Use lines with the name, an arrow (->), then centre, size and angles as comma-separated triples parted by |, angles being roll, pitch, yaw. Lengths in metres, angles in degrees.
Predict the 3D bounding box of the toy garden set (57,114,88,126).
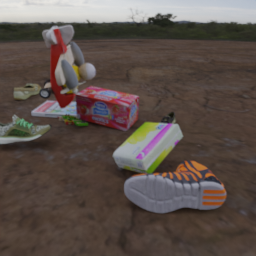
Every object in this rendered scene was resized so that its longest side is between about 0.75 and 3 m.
toy garden set -> -2.420, -0.379, 11.747 | 1.210, 0.241, 1.009 | 24, 17, 38

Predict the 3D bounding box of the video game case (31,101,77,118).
video game case -> -3.071, -0.895, 13.451 | 2.502, 0.218, 1.789 | 4, 24, 9

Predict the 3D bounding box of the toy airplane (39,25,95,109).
toy airplane -> -2.150, -2.328, 10.231 | 1.958, 2.775, 2.763 | 7, -16, -6

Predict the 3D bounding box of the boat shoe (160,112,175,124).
boat shoe -> 1.593, -0.283, 11.688 | 0.542, 0.480, 1.480 | 10, 25, 21

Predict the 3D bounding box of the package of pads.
package of pads -> 0.562, 0.545, 8.438 | 1.394, 0.615, 1.805 | 5, 39, 48

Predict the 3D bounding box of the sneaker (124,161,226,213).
sneaker -> 1.139, 1.458, 7.288 | 2.480, 0.962, 1.389 | 6, 17, -1

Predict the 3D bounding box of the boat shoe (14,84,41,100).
boat shoe -> -5.684, -2.192, 15.851 | 0.810, 0.699, 2.222 | 7, 24, 16

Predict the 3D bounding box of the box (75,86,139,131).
box -> -0.889, -0.869, 11.880 | 2.451, 1.170, 1.222 | 15, 31, 21

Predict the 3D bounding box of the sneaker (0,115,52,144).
sneaker -> -3.749, -0.011, 9.808 | 2.047, 0.907, 0.787 | -10, 15, -6
